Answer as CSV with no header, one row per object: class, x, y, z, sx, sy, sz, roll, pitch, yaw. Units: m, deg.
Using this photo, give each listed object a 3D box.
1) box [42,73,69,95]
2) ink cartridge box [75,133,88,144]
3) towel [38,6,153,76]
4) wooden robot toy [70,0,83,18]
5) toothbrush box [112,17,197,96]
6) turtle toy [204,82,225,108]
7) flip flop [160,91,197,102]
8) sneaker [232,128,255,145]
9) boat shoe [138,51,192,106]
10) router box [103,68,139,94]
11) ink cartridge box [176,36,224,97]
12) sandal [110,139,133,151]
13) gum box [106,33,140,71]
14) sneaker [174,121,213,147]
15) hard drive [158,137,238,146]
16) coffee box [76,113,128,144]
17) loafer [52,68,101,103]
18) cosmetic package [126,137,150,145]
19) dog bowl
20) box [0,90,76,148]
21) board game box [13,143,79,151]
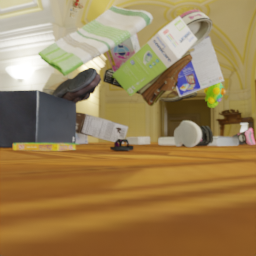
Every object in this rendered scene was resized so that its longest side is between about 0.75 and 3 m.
box,-3.075,-1.566,11.951,0.785,0.959,2.019,7,29,-7
ink cartridge box,-3.359,0.627,16.001,1.349,0.634,2.869,-2,-3,9
towel,-1.028,-2.624,8.036,2.949,0.453,2.200,-36,37,-15
wooden robot toy,-1.497,-3.663,8.423,0.342,0.754,0.332,9,10,-35
toothbrush box,0.770,-2.102,8.398,2.153,0.927,1.568,-31,13,46
turtle toy,3.841,-1.477,12.464,0.678,0.978,1.342,8,-49,-11
flip flop,2.286,-1.517,12.888,1.720,0.495,0.698,-12,-3,22
sneaker,5.680,0.511,13.900,1.030,0.853,2.160,-14,-10,28
boat shoe,1.452,-1.698,10.027,2.439,0.829,0.877,-39,-9,39
router box,-0.036,-2.373,13.816,1.996,0.620,1.496,21,22,10
ink cartridge box,2.533,-2.341,10.821,1.798,1.820,0.428,-19,17,16
sandal,-0.115,0.315,5.185,0.345,0.220,0.918,0,-3,9
gum box,-0.227,-2.976,10.061,1.074,0.626,1.893,1,-39,20
sneaker,2.200,0.185,8.718,1.116,0.795,2.250,-5,-7,-4
hard drive,2.832,0.550,11.468,1.765,0.357,2.676,3,-3,-45
coffee box,-1.627,0.023,15.492,2.731,1.090,1.544,16,-2,-32
loafer,-1.671,-1.327,9.798,0.908,1.037,2.885,41,-28,-28
cosmetic package,0.503,0.694,15.167,0.679,0.417,1.645,1,-3,-23
dog bowl,2.043,-3.317,9.518,1.536,0.566,1.536,-22,-18,-8
box,-3.243,-0.179,8.409,2.616,1.536,2.573,1,-2,11
board game box,-1.537,0.353,5.276,1.147,0.172,0.548,-4,-3,23
